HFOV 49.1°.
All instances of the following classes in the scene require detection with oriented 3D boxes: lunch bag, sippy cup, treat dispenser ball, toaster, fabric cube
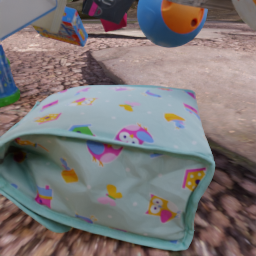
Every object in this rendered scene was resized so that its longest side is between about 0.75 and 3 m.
[{"bbox_3d":[-0.405,0.297,4.540,2.993,1.825,2.549,7,27,3],"label":"lunch bag"},{"bbox_3d":[-4.517,-1.710,8.802,1.908,1.780,2.429,-14,28,-29],"label":"sippy cup"},{"bbox_3d":[1.287,-3.424,8.286,2.030,2.030,2.030,0,25,0],"label":"treat dispenser ball"},{"bbox_3d":[1.333,-3.251,5.623,2.672,1.518,1.726,37,39,28],"label":"toaster"},{"bbox_3d":[-0.518,-3.809,9.306,0.780,0.795,0.793,-10,47,13],"label":"fabric cube"}]

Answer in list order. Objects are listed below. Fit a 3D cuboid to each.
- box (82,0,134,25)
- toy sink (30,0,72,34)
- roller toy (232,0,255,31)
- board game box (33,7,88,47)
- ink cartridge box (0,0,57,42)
[{"bbox_3d":[-0.313,-2.858,5.177,0.777,1.466,0.896,11,-20,-21],"label":"box"},{"bbox_3d":[-2.101,-2.992,5.847,2.508,1.405,1.635,-1,38,-40],"label":"toy sink"},{"bbox_3d":[2.451,-2.300,4.035,1.414,2.023,1.846,-32,59,-13],"label":"roller toy"},{"bbox_3d":[-2.153,-3.125,8.402,1.566,0.438,1.534,16,-7,7],"label":"board game box"},{"bbox_3d":[-2.306,-1.702,2.702,2.768,0.939,1.605,26,51,16],"label":"ink cartridge box"}]
